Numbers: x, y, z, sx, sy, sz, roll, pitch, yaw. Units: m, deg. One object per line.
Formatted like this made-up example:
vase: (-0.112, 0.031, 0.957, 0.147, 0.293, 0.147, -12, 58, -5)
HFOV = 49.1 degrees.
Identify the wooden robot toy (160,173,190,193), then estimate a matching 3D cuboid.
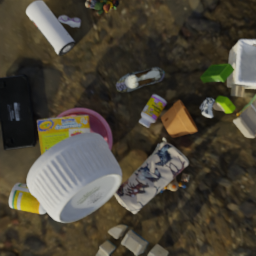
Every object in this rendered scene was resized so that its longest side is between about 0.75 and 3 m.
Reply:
wooden robot toy: (1.519, 2.014, 10.222, 1.664, 0.755, 0.733, -12, 90, 0)

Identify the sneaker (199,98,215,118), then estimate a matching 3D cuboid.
sneaker: (2.763, -0.735, 9.580, 0.343, 0.859, 0.559, 17, 117, -6)

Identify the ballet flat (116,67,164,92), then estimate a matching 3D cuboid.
ballet flat: (0.442, -1.810, 10.292, 1.886, 0.678, 0.678, -17, 90, 0)

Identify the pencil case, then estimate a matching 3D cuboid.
pencil case: (0.703, 1.725, 9.804, 2.839, 1.104, 1.270, -42, 78, -6)

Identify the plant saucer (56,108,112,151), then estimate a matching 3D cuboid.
plant saucer: (-1.751, 0.464, 10.307, 2.360, 0.598, 2.360, 0, 89, 0)

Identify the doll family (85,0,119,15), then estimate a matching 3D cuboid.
doll family: (-0.670, -4.959, 10.233, 1.133, 0.769, 1.961, 22, 94, 18)

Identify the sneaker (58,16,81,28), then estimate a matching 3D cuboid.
sneaker: (-2.156, -3.853, 10.266, 0.817, 0.407, 0.306, 10, 66, -5)

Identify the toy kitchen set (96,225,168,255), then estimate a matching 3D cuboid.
toy kitchen set: (0.066, 4.714, 10.191, 2.119, 1.248, 1.698, 32, 90, 20)

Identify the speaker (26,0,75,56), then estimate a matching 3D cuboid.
speaker: (-2.824, -3.646, 10.226, 0.787, 0.787, 1.939, -38, 90, 0)

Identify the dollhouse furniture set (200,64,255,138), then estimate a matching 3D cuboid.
dollhouse furniture set: (3.966, -1.022, 10.398, 2.893, 1.117, 1.446, 44, 82, -19)

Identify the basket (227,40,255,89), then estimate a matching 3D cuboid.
basket: (4.441, -2.206, 9.986, 1.531, 1.242, 1.544, 4, 91, 0)

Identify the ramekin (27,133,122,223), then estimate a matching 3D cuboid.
ramekin: (-1.465, 1.593, 8.482, 2.734, 2.734, 1.435, -42, 63, 0)

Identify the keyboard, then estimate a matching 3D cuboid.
keyboard: (-4.388, -0.556, 10.456, 1.639, 0.350, 2.730, -8, 89, -6)

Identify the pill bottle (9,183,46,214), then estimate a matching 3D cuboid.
pill bottle: (-3.333, 2.592, 10.140, 1.627, 0.917, 0.917, 11, 90, 0)

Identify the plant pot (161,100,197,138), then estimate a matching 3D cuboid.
plant pot: (1.783, -0.234, 10.063, 0.895, 1.279, 1.279, -30, 90, 16)

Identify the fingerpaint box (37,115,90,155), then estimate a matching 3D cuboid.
fingerpaint box: (-2.183, 0.337, 9.778, 1.720, 0.631, 1.435, -7, 95, -12)

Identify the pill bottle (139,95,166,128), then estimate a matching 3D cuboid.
pill bottle: (0.876, -0.600, 10.305, 0.603, 0.603, 1.156, 32, 90, 0)
